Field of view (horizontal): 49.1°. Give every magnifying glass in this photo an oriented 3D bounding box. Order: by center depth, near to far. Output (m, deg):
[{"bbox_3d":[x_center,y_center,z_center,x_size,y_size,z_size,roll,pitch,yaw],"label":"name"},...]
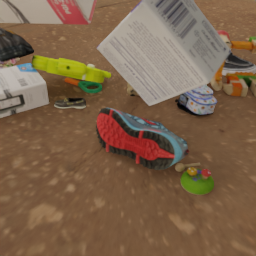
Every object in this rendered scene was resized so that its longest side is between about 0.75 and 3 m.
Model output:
[{"bbox_3d":[-1.636,-1.574,10.118,1.536,0.172,0.611,18,39,25],"label":"magnifying glass"}]

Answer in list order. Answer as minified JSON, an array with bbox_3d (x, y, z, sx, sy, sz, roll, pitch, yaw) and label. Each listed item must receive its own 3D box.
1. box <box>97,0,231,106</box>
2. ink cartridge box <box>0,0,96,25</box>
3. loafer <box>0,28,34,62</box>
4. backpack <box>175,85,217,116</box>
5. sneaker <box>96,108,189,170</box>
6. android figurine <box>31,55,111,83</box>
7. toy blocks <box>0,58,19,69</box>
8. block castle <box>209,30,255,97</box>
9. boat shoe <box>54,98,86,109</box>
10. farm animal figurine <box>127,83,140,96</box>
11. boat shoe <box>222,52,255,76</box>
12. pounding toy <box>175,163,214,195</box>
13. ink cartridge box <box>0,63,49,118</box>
[{"bbox_3d":[0.658,-1.632,5.844,1.063,1.864,2.027,-51,17,-26],"label":"box"},{"bbox_3d":[-0.983,-1.631,2.861,1.343,0.570,0.978,7,75,18],"label":"ink cartridge box"},{"bbox_3d":[-2.645,-1.959,6.504,0.658,0.653,1.808,-21,18,-6],"label":"loafer"},{"bbox_3d":[2.191,-0.861,8.599,1.064,0.820,1.014,-15,48,-25],"label":"backpack"},{"bbox_3d":[0.296,0.256,7.047,2.676,1.061,1.278,29,21,37],"label":"sneaker"},{"bbox_3d":[-1.920,-2.052,9.709,2.640,0.542,2.403,9,12,-14],"label":"android figurine"},{"bbox_3d":[-4.591,-2.204,10.420,0.899,0.840,0.757,12,31,12],"label":"toy blocks"},{"bbox_3d":[4.229,-2.205,9.498,2.862,1.912,1.343,4,34,3],"label":"block castle"},{"bbox_3d":[-1.851,-0.824,8.914,1.010,0.304,0.360,0,35,0],"label":"boat shoe"},{"bbox_3d":[0.743,-1.551,9.519,1.828,0.953,1.808,-14,25,-8],"label":"farm animal figurine"},{"bbox_3d":[3.632,-2.795,11.140,2.874,0.974,1.031,20,40,26],"label":"boat shoe"},{"bbox_3d":[1.507,0.994,6.207,0.717,0.431,0.929,-8,36,-12],"label":"pounding toy"},{"bbox_3d":[-3.970,-1.086,8.680,2.526,0.857,1.465,-20,47,-28],"label":"ink cartridge box"}]
